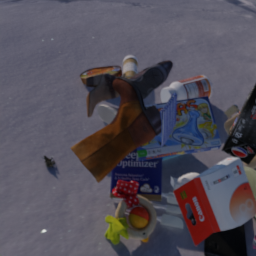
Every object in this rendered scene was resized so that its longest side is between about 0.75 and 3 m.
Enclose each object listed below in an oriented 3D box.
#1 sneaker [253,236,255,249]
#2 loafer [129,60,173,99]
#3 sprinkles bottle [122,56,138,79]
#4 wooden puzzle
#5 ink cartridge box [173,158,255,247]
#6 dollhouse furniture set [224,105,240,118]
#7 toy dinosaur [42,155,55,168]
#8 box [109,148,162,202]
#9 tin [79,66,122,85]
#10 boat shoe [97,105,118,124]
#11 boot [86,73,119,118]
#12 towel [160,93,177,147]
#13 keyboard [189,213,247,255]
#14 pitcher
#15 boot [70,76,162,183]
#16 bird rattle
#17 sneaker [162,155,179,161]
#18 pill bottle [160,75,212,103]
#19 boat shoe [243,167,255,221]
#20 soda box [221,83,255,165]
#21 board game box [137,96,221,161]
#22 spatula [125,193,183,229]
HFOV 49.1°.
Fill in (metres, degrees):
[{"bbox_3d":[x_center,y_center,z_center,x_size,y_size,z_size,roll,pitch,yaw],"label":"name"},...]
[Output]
[{"bbox_3d":[3.044,2.634,5.902,0.338,0.313,0.839,-9,29,-32],"label":"sneaker"},{"bbox_3d":[0.683,-1.741,10.555,0.852,0.972,2.705,-44,12,-33],"label":"loafer"},{"bbox_3d":[0.134,-3.343,16.719,0.956,0.956,2.803,1,38,1],"label":"sprinkles bottle"},{"bbox_3d":[5.591,0.102,11.637,2.566,0.517,2.774,-37,34,22],"label":"wooden puzzle"},{"bbox_3d":[2.330,1.889,7.250,2.023,1.641,0.507,-25,6,-25],"label":"ink cartridge box"},{"bbox_3d":[5.319,-0.683,13.923,0.861,0.562,0.813,3,49,-51],"label":"dollhouse furniture set"},{"bbox_3d":[-3.140,1.416,11.176,0.404,0.304,0.790,-26,50,-11],"label":"toy dinosaur"},{"bbox_3d":[0.333,1.076,10.045,1.783,0.477,2.943,1,70,6],"label":"box"},{"bbox_3d":[-1.577,-3.054,16.287,2.624,0.549,1.470,1,32,26],"label":"tin"},{"bbox_3d":[-0.382,-0.585,13.423,2.230,0.833,1.034,29,35,28],"label":"boat shoe"},{"bbox_3d":[-0.838,-1.095,9.338,1.094,1.496,0.525,-1,4,-19],"label":"boot"},{"bbox_3d":[1.109,-0.269,7.743,0.172,1.044,1.442,7,28,21],"label":"towel"},{"bbox_3d":[2.857,2.922,9.127,1.726,0.369,2.875,13,38,7],"label":"keyboard"},{"bbox_3d":[2.131,2.086,9.972,1.128,0.684,0.968,-7,42,3],"label":"pitcher"},{"bbox_3d":[-0.546,-0.065,8.523,2.705,0.926,2.547,-37,66,-2],"label":"boot"},{"bbox_3d":[0.095,2.692,8.861,1.663,1.149,2.039,26,51,-4],"label":"bird rattle"},{"bbox_3d":[0.927,0.481,11.667,2.900,1.153,1.893,-8,39,-25],"label":"sneaker"},{"bbox_3d":[2.968,-1.810,14.415,2.441,1.369,1.369,-17,41,-21],"label":"pill bottle"},{"bbox_3d":[4.333,2.449,9.397,0.930,0.786,2.609,-21,36,11],"label":"boat shoe"},{"bbox_3d":[4.348,-0.235,9.765,1.059,0.948,2.992,29,57,16],"label":"soda box"},{"bbox_3d":[1.553,0.008,9.490,2.716,0.468,1.839,-9,67,2],"label":"board game box"},{"bbox_3d":[0.946,2.654,9.651,2.081,0.167,1.447,8,39,16],"label":"spatula"}]
